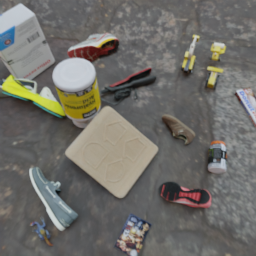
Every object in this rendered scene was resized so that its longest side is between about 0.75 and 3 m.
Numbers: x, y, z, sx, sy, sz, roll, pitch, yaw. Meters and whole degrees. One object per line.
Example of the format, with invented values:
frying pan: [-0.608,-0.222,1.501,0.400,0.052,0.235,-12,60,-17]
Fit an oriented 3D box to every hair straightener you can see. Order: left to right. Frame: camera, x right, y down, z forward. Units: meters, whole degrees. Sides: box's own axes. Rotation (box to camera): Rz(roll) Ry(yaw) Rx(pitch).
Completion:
hair straightener: [0.026,-1.512,10.624,2.409,0.493,0.927,-22,67,-17]

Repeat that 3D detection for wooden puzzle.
wooden puzzle: [-0.514,0.773,9.182,2.321,0.537,2.149,39,71,0]

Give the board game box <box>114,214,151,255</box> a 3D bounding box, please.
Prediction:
board game box: [0.143,3.201,8.310,0.722,0.184,1.066,24,64,13]

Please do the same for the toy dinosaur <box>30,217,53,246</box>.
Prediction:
toy dinosaur: [-2.625,3.085,8.308,0.423,0.806,0.731,-20,21,-33]

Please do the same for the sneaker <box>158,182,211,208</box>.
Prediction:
sneaker: [1.737,2.170,8.652,1.677,0.727,0.618,8,60,32]

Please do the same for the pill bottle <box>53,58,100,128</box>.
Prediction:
pill bottle: [-1.603,-1.029,9.310,1.302,2.339,1.302,-1,57,2]

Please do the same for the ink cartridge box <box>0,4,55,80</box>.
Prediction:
ink cartridge box: [-3.969,-3.030,10.417,1.688,2.312,0.974,-41,64,-18]

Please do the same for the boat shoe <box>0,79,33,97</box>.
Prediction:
boat shoe: [-4.531,-1.550,10.586,1.804,0.682,0.544,0,62,-17]

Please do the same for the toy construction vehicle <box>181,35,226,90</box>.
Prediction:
toy construction vehicle: [2.907,-2.553,10.733,1.566,0.634,1.799,19,88,17]

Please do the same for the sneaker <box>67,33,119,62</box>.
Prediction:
sneaker: [-1.475,-3.320,11.548,2.137,0.832,0.878,-21,54,-18]

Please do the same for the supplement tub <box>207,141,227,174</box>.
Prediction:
supplement tub: [2.958,0.965,9.276,0.594,0.594,0.969,10,63,5]

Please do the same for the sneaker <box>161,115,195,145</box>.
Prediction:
sneaker: [1.668,0.041,9.785,1.355,0.477,0.512,34,69,17]

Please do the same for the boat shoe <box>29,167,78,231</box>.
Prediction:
boat shoe: [-2.280,2.013,8.532,0.678,0.799,2.195,-34,65,-8]

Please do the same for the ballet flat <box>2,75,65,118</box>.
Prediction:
ballet flat: [-3.295,-1.178,10.035,2.444,0.817,0.819,24,90,-1]

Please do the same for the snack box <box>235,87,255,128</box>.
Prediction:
snack box: [4.645,-0.741,10.407,0.601,0.203,1.671,-16,64,-9]
